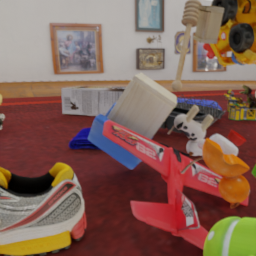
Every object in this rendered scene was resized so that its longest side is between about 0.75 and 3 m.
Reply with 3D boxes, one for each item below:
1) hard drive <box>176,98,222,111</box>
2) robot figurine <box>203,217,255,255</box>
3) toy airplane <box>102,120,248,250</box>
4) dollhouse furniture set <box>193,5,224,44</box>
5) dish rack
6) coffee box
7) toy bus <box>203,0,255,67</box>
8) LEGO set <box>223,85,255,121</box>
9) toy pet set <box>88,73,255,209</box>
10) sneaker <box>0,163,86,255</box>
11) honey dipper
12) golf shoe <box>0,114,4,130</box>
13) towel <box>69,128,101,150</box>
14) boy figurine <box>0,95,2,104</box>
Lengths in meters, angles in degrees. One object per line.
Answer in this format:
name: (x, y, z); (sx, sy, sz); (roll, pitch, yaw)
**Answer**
hard drive: (2.711, -0.879, 11.469); (1.916, 0.368, 2.904); (6, 11, 13)
robot figurine: (1.082, 1.032, 2.098); (1.139, 0.659, 0.999); (-10, 2, 44)
toy airplane: (0.621, 0.694, 3.527); (2.283, 0.420, 2.283); (25, 17, -8)
dollhouse furniture set: (1.320, -2.506, 4.680); (1.243, 2.236, 1.978); (2, 26, -7)
dish rack: (1.782, -0.557, 8.725); (2.090, 0.743, 2.724); (17, 27, 32)
coffee box: (-1.100, -1.105, 11.306); (2.712, 1.082, 1.533); (4, 13, 17)
toy bus: (3.845, -3.222, 10.091); (2.004, 2.953, 2.835); (-12, -20, -19)
LEGO set: (4.836, -1.299, 10.730); (2.254, 1.698, 2.931); (6, 13, 25)
toy pet set: (0.724, 0.419, 4.710); (2.677, 1.522, 2.867); (34, 17, 0)
sneaker: (-1.528, 0.808, 2.804); (2.169, 0.891, 0.844); (-6, 13, -23)
honey dipper: (1.597, -2.331, 8.017); (0.510, 2.685, 0.510); (14, -7, 2)
golf shoe: (-4.158, -0.229, 8.254); (1.021, 0.894, 2.317); (12, 15, -16)
towel: (-0.848, 0.210, 6.952); (0.978, 0.328, 1.325); (1, 12, 2)
boy figurine: (-6.272, -1.066, 11.587); (1.578, 0.818, 2.538); (17, 13, 8)
